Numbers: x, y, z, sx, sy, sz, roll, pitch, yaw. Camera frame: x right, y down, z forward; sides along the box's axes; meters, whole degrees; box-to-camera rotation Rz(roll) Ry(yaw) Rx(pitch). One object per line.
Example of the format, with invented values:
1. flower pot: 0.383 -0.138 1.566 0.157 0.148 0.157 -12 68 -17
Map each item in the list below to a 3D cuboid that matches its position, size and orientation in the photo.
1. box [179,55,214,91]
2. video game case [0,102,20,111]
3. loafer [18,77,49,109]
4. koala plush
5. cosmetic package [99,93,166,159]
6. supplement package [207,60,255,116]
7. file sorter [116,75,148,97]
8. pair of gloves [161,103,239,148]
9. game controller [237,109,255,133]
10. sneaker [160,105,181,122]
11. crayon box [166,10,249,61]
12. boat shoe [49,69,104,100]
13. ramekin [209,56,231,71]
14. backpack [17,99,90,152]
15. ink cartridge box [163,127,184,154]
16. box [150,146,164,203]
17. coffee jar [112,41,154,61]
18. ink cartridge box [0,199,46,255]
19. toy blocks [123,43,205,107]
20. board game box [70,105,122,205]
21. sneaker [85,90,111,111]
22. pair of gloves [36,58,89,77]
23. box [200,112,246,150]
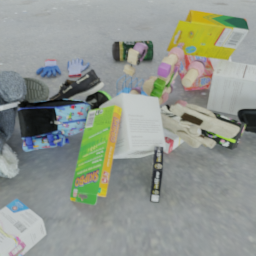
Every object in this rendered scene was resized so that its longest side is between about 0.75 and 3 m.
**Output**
1. box: 2.915 -2.878 12.542 1.142 1.054 2.226 -6 61 -9
2. video game case: -3.740 -0.474 7.614 1.283 0.112 0.917 -11 10 9
3. loafer: -4.073 -1.259 10.531 2.675 1.006 0.932 -2 -7 16
4. koala plush: -4.323 0.204 8.163 2.646 2.742 2.984 -2 55 -21
5. cosmetic package: 0.092 -0.002 8.067 1.314 1.315 1.594 3 73 -35
6. supplement package: 4.592 -1.430 10.724 2.657 1.553 1.558 15 38 20
7. file sorter: 0.209 -1.662 11.772 1.223 0.750 0.849 18 39 22
8. pair of gloves: 1.797 0.017 7.857 1.847 2.172 0.381 28 72 -2
9. game controller: 4.573 -0.180 8.649 2.267 1.183 0.477 5 52 44
10. sneaker: 1.115 -0.486 9.334 1.501 0.658 0.568 17 6 25
11. crayon box: 2.983 -3.572 10.878 2.676 1.699 0.680 6 63 -9
12. boat shoe: -2.102 -1.476 10.507 2.560 0.772 0.946 -13 27 35
13. ramekin: 4.050 -3.860 14.425 2.591 1.207 2.591 -2 34 1
14. backpack: -2.180 -0.125 8.567 2.115 1.423 1.930 -8 -2 -20
15. ink cartridge box: 1.320 0.300 9.193 0.779 0.448 1.074 28 40 32
16. box: 0.748 1.216 7.331 0.285 1.160 0.935 4 34 4
17. coffee jar: 0.229 -4.168 15.141 2.229 0.951 1.162 -3 35 -3
18. ink cartridge box: -2.695 2.391 6.146 1.004 0.588 1.389 25 41 30
19. toy blocks: 1.376 -1.940 10.306 2.516 2.351 2.118 28 50 13
20. board game box: -0.856 0.692 7.309 1.204 0.378 2.521 -8 64 47
21. sneaker: -0.937 -0.478 9.814 1.110 1.017 2.650 -22 41 -22
22. pair of gloves: -3.262 -3.066 14.163 2.606 0.297 2.095 -5 36 -5
23. box: 3.027 0.077 9.038 1.167 0.867 0.725 25 16 30
